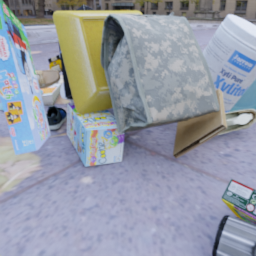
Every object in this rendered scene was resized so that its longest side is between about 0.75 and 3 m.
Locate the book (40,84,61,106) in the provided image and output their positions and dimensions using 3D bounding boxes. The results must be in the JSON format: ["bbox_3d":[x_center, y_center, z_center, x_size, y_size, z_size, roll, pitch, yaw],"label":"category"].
[{"bbox_3d":[-3.582,-1.419,11.689,1.262,0.454,1.890,-3,25,0],"label":"book"}]

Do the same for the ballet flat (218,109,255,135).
[{"bbox_3d":[2.770,-0.146,8.250,2.259,0.785,0.785,-13,27,-8],"label":"ballet flat"}]

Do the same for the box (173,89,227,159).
[{"bbox_3d":[1.853,-0.144,7.363,0.196,1.507,1.844,42,34,-15],"label":"box"}]

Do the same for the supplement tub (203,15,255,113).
[{"bbox_3d":[3.215,-1.922,9.266,1.927,2.921,1.927,18,37,-14],"label":"supplement tub"}]

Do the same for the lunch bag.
[{"bbox_3d":[0.646,-1.393,6.678,2.196,2.678,1.574,-11,-3,-31],"label":"lunch bag"}]

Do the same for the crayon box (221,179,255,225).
[{"bbox_3d":[2.423,1.506,4.562,1.497,1.291,0.436,24,78,40],"label":"crayon box"}]

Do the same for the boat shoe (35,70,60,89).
[{"bbox_3d":[-2.585,-1.341,7.810,1.419,0.523,0.491,-18,2,-16],"label":"boat shoe"}]

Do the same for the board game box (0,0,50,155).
[{"bbox_3d":[-2.394,-1.009,6.219,0.522,2.851,2.157,-12,8,-8],"label":"board game box"}]

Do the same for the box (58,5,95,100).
[{"bbox_3d":[-0.627,-2.028,8.932,1.263,2.401,2.932,-17,-14,35],"label":"box"}]

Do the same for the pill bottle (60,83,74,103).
[{"bbox_3d":[-1.441,-1.133,9.632,1.660,0.931,0.931,14,9,-46],"label":"pill bottle"}]

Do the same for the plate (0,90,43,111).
[{"bbox_3d":[-4.216,-1.194,10.920,1.787,0.228,1.787,-13,28,7],"label":"plate"}]

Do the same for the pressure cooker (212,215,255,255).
[{"bbox_3d":[1.821,1.845,4.313,0.891,0.796,0.784,14,25,29],"label":"pressure cooker"}]

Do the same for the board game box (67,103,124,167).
[{"bbox_3d":[-0.957,0.087,7.679,1.012,1.030,1.964,-5,25,-24],"label":"board game box"}]

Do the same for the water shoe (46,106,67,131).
[{"bbox_3d":[-2.400,-0.485,9.434,0.570,0.630,1.595,-2,25,-4],"label":"water shoe"}]

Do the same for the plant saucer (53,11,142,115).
[{"bbox_3d":[-0.332,-1.954,7.536,2.736,2.737,0.663,-14,1,-31],"label":"plant saucer"}]

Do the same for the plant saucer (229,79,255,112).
[{"bbox_3d":[4.241,-1.868,10.299,2.994,2.994,0.538,22,3,39],"label":"plant saucer"}]

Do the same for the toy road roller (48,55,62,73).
[{"bbox_3d":[-2.615,-2.286,10.467,0.488,0.580,0.795,-20,63,9],"label":"toy road roller"}]
